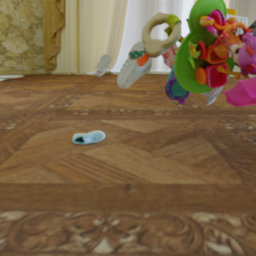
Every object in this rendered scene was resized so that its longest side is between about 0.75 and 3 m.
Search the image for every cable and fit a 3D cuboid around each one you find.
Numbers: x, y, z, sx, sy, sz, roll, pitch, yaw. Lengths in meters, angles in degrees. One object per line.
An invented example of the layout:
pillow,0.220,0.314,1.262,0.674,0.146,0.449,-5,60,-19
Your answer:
cable,3.216,-2.572,10.052,1.008,2.911,2.910,21,-17,6

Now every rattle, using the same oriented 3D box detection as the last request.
rattle,0.924,-2.494,8.833,1.283,1.971,1.408,25,-7,10

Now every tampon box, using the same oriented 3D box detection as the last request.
tampon box,4.384,-1.786,7.223,1.910,1.609,2.549,21,39,-27

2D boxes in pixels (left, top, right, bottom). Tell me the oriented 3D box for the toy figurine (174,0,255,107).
toy figurine,2.474,-1.596,6.488,1.974,2.630,2.421,-16,33,-13

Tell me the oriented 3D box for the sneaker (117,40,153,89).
sneaker,0.396,-2.233,10.298,0.890,0.938,2.331,-3,51,45

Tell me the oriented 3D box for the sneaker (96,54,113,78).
sneaker,-0.806,-2.076,9.308,0.364,0.383,0.952,24,56,11

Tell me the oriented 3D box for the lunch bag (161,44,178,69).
lunch bag,1.992,-3.262,12.906,0.448,1.094,0.964,-8,-27,-38

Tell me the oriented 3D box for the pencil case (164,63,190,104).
pencil case,1.899,-1.768,10.068,0.906,0.984,2.129,-7,30,22

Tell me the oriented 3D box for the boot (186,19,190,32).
boot,2.274,-3.171,10.087,0.483,1.213,1.394,-1,45,-6

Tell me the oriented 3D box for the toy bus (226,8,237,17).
toy bus,4.004,-3.663,12.093,0.892,2.741,1.073,11,-14,6

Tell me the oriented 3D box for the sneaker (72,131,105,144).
sneaker,-1.361,0.395,9.632,1.128,0.417,0.462,-9,22,2
